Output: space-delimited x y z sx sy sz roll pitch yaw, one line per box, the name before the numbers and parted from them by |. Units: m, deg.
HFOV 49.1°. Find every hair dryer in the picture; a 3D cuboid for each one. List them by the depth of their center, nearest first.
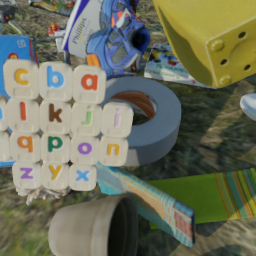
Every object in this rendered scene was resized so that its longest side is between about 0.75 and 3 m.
hair dryer | -2.819 -3.714 6.658 1.991 0.710 2.614 40 50 -4

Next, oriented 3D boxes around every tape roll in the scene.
tape roll | 0.089 -0.280 8.102 2.780 0.918 2.780 1 48 -1

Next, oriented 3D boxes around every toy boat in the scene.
toy boat | -3.162 -4.243 11.954 0.505 0.506 0.773 -7 48 -7

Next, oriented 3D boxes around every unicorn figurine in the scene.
unicorn figurine | -2.012 0.726 7.314 1.771 0.952 2.579 -5 62 -18

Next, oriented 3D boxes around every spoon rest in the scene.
spoon rest | 4.005 -0.253 8.229 1.165 0.711 2.346 4 49 4

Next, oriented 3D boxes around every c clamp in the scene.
c clamp | -1.624 -2.309 8.831 2.218 0.352 2.597 -16 51 -6

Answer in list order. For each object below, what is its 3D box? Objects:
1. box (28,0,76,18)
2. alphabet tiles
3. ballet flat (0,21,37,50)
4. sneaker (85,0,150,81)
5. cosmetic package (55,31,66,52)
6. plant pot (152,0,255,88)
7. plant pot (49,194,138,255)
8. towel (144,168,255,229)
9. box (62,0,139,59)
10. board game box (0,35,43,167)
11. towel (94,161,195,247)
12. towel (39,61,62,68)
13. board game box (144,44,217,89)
box | -2.262 -4.294 9.154 1.655 1.130 0.312 3 57 -35
alphabet tiles | -0.948 0.062 3.693 1.948 1.905 0.142 4 30 -7
ballet flat | -3.165 -2.224 6.381 0.915 0.865 2.716 29 10 20
sneaker | -0.047 -1.626 4.961 0.915 0.879 2.333 2 53 9
cosmetic package | -2.143 -3.578 11.333 1.500 0.555 0.763 -11 49 -12
plant pot | 2.023 -2.212 6.036 2.238 2.253 2.305 -24 48 12
plant pot | -0.715 2.147 5.647 1.438 1.657 1.657 -2 45 22
towel | 1.873 1.669 6.793 2.908 0.263 1.251 -5 47 -5
box | -0.704 -3.150 7.257 1.220 2.139 2.326 19 35 -19
board game box | -2.073 -0.466 5.498 0.595 2.130 2.086 -3 3 -13
towel | 0.196 1.448 5.755 2.533 1.858 0.275 26 63 29
towel | -3.049 -2.283 10.476 1.216 0.110 0.523 -8 43 -6
board game box | 2.030 -2.292 10.223 2.593 0.449 1.637 11 50 10
